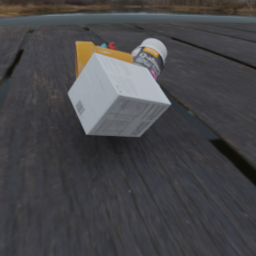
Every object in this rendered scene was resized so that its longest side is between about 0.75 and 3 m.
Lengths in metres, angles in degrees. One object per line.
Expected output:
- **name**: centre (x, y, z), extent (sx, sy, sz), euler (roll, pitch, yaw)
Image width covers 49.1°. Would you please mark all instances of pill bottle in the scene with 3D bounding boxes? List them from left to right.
- **pill bottle**: centre (0.611, -2.443, 11.445), extent (1.467, 1.467, 2.521), euler (13, 54, 23)

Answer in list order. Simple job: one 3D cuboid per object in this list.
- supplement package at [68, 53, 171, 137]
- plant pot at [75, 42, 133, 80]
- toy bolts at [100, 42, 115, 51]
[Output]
- **supplement package**: centre (-0.252, -0.816, 7.914), extent (2.065, 1.556, 1.567), euler (4, 48, -45)
- **plant pot**: centre (-0.815, -1.870, 9.434), extent (1.807, 1.974, 1.974), euler (-3, 27, -12)
- **toy bolts**: centre (-0.878, -2.698, 10.983), extent (0.782, 1.128, 1.077), euler (-8, 42, -6)
